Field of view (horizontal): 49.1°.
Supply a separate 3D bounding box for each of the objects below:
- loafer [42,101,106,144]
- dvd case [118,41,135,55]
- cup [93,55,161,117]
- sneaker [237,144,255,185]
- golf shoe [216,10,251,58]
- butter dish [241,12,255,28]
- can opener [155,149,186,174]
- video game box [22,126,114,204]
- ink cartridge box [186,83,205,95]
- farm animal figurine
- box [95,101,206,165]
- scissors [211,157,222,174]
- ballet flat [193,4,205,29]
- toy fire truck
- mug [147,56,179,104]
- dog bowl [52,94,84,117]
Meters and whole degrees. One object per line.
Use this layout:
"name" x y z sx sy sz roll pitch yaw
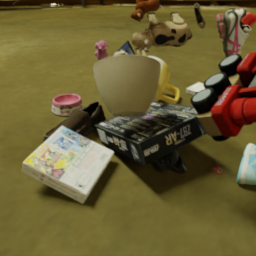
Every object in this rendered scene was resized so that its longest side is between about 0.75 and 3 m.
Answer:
"loafer" -1.733 -0.166 9.010 0.967 0.945 2.650 16 33 26
"dvd case" 0.015 -2.646 10.416 0.083 0.948 0.677 -23 -5 -40
"cup" -0.012 -0.895 6.739 1.643 1.175 1.643 -2 -8 0
"sneaker" 3.459 1.018 7.303 0.968 0.590 1.483 13 41 26
"golf shoe" 3.883 -3.166 10.053 1.053 2.286 0.830 -10 54 24
"butter dish" 4.492 -4.152 10.830 0.631 0.854 0.851 35 24 -6
"can opener" 0.867 0.590 8.059 0.713 0.885 2.250 -31 28 -4
"video game box" -1.466 0.861 7.218 1.682 0.432 1.846 28 34 4
"ink cartridge box" 3.253 -1.683 12.447 0.935 0.237 1.061 24 37 37
"farm animal figurine" 0.399 -2.352 8.234 2.083 2.580 1.297 21 41 -34
"box" 0.602 -0.029 7.995 2.255 0.613 2.815 -24 19 -23
"scissors" 2.472 1.037 7.803 0.284 0.054 0.775 6 29 16
"ballet flat" 2.356 -3.719 9.337 0.279 0.829 0.192 -7 18 41
"toy fire truck" 2.497 -0.832 5.230 1.947 1.423 2.212 -47 24 -27
"mug" 0.988 -1.800 11.358 2.090 1.674 1.716 0 37 13
"dog bowl" -2.351 -0.922 10.861 1.269 0.468 1.269 -1 29 0
